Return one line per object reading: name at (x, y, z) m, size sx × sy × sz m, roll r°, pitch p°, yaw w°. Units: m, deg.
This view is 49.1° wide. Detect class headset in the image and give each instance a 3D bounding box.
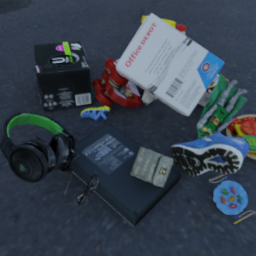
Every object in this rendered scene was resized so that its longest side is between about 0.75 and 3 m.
headset at (-1.780, 0.561, 6.610) m, size 2.872 × 1.349 × 1.774 m, roll 49°, pitch 32°, yaw 20°

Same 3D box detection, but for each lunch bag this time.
lunch bag at (0.633, 1.017, 7.240) m, size 0.964 × 0.791 × 0.567 m, roll 21°, pitch -3°, yaw 0°

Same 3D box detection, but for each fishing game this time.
fishing game at (2.643, 1.788, 7.227) m, size 0.893 × 0.194 × 1.247 m, roll -21°, pitch 70°, yaw -7°

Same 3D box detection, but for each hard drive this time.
hard drive at (-0.217, 1.142, 7.994) m, size 2.873 × 0.472 × 2.005 m, roll 35°, pitch 50°, yaw 26°

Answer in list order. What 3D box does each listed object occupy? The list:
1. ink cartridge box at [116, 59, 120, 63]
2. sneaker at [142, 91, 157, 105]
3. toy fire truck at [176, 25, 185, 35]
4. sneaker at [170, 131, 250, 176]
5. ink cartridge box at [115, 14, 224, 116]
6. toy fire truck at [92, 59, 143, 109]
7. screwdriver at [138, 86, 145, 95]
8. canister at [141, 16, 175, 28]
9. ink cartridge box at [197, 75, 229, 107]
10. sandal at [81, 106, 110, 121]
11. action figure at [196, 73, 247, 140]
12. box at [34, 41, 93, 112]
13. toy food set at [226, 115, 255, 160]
ink cartridge box at (-0.130, -2.759, 12.854) m, size 1.029 × 0.428 × 0.755 m, roll 29°, pitch 44°, yaw 25°
sneaker at (0.792, -1.199, 10.531) m, size 0.567 × 1.398 × 0.525 m, roll -42°, pitch 78°, yaw -3°
toy fire truck at (2.313, -4.939, 15.340) m, size 1.953 × 0.675 × 2.769 m, roll -3°, pitch 34°, yaw 1°
sneaker at (2.215, 0.699, 7.730) m, size 1.098 × 0.968 × 2.463 m, roll -29°, pitch 13°, yaw -33°
ink cartridge box at (1.293, -1.989, 9.202) m, size 2.803 × 2.046 × 1.182 m, roll 34°, pitch 5°, yaw -2°
toy fire truck at (-0.244, -1.501, 10.755) m, size 1.852 × 1.237 × 2.206 m, roll 23°, pitch 27°, yaw -30°
screwdriver at (0.704, -2.696, 11.810) m, size 0.398 × 0.382 × 2.736 m, roll 8°, pitch 78°, yaw 3°
canister at (1.216, -3.944, 13.019) m, size 1.553 × 2.092 × 0.905 m, roll 14°, pitch 16°, yaw 10°
ink cartridge box at (3.053, -1.632, 11.221) m, size 1.388 × 0.663 × 1.581 m, roll 29°, pitch 46°, yaw 19°
sandal at (-1.203, -0.481, 10.276) m, size 1.094 × 0.435 × 0.476 m, roll -9°, pitch 74°, yaw 5°
action figure at (2.857, -0.418, 8.883) m, size 1.363 × 0.631 × 2.308 m, roll 37°, pitch 82°, yaw -12°
box at (-2.622, -2.168, 11.278) m, size 2.003 × 1.676 × 2.697 m, roll -9°, pitch 40°, yaw -13°
toy food set at (4.536, 0.247, 9.211) m, size 2.486 × 0.605 × 2.460 m, roll 0°, pitch 40°, yaw -1°
